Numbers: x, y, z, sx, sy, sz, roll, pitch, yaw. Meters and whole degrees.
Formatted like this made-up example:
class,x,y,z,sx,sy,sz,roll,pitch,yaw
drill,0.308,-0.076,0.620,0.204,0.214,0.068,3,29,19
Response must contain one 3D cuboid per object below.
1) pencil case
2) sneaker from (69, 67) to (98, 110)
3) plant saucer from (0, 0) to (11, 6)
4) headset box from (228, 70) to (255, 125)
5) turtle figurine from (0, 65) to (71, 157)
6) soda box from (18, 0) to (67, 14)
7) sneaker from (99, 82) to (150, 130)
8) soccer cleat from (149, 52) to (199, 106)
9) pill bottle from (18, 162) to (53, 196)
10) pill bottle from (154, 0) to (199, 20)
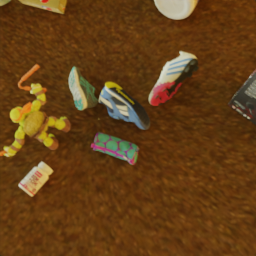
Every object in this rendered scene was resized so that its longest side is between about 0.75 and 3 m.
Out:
class,x,y,z,sx,sy,sz,roll,pitch,yaw
pencil case,-0.362,0.606,8.241,1.340,0.570,0.619,19,34,8
sneaker,-1.427,-1.251,8.946,0.712,0.606,1.562,-4,65,-34
plant saucer,-5.182,-4.483,9.503,2.191,2.191,0.422,19,110,7
headset box,4.299,-0.919,7.541,2.149,2.887,1.115,38,77,11
turtle figurine,-2.429,-0.218,7.629,0.827,2.070,2.567,17,81,28
soda box,-3.083,-4.570,9.946,1.637,0.555,0.524,16,97,6
sneaker,-0.117,-0.559,8.620,1.863,0.689,0.766,43,119,1
soccer cleat,1.318,-1.580,8.942,2.037,0.712,0.879,-44,54,0
pill bottle,-2.614,1.443,7.975,0.509,0.509,0.898,35,68,11
pill bottle,2.044,-5.137,9.721,1.448,1.448,2.503,27,69,9
